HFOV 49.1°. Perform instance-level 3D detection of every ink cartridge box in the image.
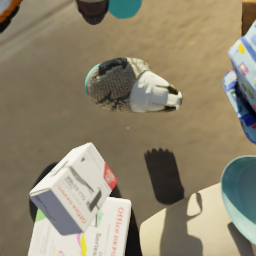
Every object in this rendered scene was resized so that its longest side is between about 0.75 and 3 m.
[{"bbox_3d":[-1.035,2.317,6.548,2.073,0.870,1.501,8,77,2],"label":"ink cartridge box"},{"bbox_3d":[-0.791,0.932,4.380,0.500,1.193,0.861,-23,107,34],"label":"ink cartridge box"}]

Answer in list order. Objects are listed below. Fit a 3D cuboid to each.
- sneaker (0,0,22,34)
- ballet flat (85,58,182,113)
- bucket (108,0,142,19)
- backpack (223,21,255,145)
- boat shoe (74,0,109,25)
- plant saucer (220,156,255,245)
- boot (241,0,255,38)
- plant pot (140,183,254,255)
[{"bbox_3d":[-2.786,-2.902,5.715,1.195,0.983,2.597,40,99,-15],"label":"sneaker"},{"bbox_3d":[0.403,-0.629,4.962,1.028,2.731,0.926,23,101,23],"label":"ballet flat"},{"bbox_3d":[-0.121,-2.796,6.085,0.865,0.563,0.865,-3,120,-4],"label":"bucket"},{"bbox_3d":[2.392,-0.632,4.454,1.508,2.242,2.047,-33,52,28],"label":"backpack"},{"bbox_3d":[-0.485,-1.757,3.522,0.527,0.485,1.475,0,42,-8],"label":"boat shoe"},{"bbox_3d":[2.104,1.132,4.323,0.272,1.515,1.515,-12,76,-28],"label":"plant saucer"},{"bbox_3d":[2.982,-2.344,4.991,1.791,1.686,0.613,2,58,16],"label":"boot"},{"bbox_3d":[1.442,2.380,6.140,2.173,2.035,2.035,-16,77,16],"label":"plant pot"}]
